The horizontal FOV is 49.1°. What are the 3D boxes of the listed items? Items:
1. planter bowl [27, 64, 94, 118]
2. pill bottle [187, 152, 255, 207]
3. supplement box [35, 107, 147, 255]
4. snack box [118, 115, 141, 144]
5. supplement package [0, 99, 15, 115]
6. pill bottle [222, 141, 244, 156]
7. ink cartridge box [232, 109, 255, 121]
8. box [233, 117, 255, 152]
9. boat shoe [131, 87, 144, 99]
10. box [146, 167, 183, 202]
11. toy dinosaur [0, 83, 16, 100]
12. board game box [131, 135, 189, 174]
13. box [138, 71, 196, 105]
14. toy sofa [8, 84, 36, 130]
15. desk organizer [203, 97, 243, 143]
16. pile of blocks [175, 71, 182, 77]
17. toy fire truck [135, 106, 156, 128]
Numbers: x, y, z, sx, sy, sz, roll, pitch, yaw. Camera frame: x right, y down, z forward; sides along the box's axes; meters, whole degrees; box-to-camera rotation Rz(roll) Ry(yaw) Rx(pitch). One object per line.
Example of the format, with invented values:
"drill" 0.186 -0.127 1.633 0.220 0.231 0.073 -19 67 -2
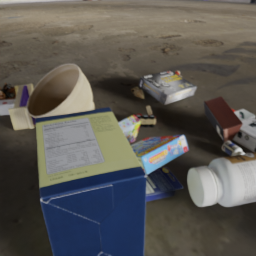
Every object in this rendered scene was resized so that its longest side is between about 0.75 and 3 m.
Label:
"planter bowl" -2.509 -1.037 11.438 2.641 1.778 2.641 -19 48 22
"pill bottle" 3.080 1.525 8.157 2.457 1.405 1.405 -8 33 -11
"supplement box" -0.975 1.496 6.789 1.954 2.910 2.907 -9 33 -14
"snack box" -0.209 0.253 10.438 1.320 1.113 0.447 -27 57 -36
"supplement package" -5.559 -0.954 12.941 0.901 0.540 0.546 -5 32 -8
"pill bottle" 3.833 0.839 10.180 0.432 0.432 0.778 -15 35 -23
"ink cartridge box" 4.583 -0.527 12.464 1.537 0.335 1.334 -17 37 -24
"box" 5.093 0.422 10.665 1.212 0.625 2.078 -20 37 -28
"boat shoe" 0.489 -1.759 14.372 0.403 0.445 1.249 -15 26 -12
"box" 0.642 1.754 8.663 1.864 0.302 1.129 -6 31 -22
"toy dinosaur" -6.243 -1.642 13.581 1.671 1.258 2.462 38 24 23
"board game box" 0.629 0.846 9.224 1.931 0.540 1.891 -23 9 -35
"box" 2.003 -2.109 14.208 2.379 0.575 1.884 -20 47 -38
"toy sofa" -4.479 -1.020 12.564 1.245 1.057 2.551 -8 33 -10
"desk organizer" 3.865 -0.394 11.471 0.794 0.740 2.062 -18 39 3
"pile of blocks" 2.687 -2.862 15.952 0.751 0.568 1.829 -1 32 -2
"toy fire truck" 0.730 -0.515 12.229 0.897 0.656 1.019 0 23 2
